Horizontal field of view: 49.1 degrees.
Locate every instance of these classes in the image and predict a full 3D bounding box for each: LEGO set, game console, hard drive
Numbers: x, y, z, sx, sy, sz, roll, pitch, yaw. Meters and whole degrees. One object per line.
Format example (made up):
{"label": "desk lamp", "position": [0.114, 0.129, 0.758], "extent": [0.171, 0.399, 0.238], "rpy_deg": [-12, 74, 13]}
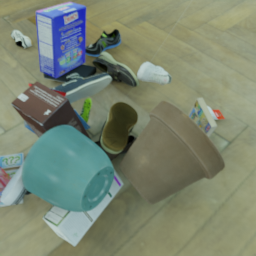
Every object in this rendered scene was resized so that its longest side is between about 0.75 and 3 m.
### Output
{"label": "LEGO set", "position": [-4.689, 1.646, 8.906], "extent": [2.534, 0.622, 1.893], "rpy_deg": [-7, 54, -9]}
{"label": "game console", "position": [-2.436, -1.168, 8.455], "extent": [1.046, 0.162, 0.925], "rpy_deg": [13, 9, -27]}
{"label": "hard drive", "position": [-2.496, -2.410, 12.182], "extent": [1.902, 0.313, 1.327], "rpy_deg": [13, 42, 13]}

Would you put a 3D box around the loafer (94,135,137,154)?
{"label": "loafer", "position": [-0.530, 0.550, 9.667], "extent": [1.882, 0.668, 0.687], "rpy_deg": [-12, 52, -1]}

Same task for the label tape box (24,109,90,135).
{"label": "label tape box", "position": [-2.387, -0.239, 9.597], "extent": [1.821, 1.305, 0.602], "rpy_deg": [-18, 60, 9]}

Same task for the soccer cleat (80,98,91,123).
{"label": "soccer cleat", "position": [-1.575, -0.551, 10.351], "extent": [0.384, 1.137, 0.461], "rpy_deg": [19, 18, -5]}

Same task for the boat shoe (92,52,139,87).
{"label": "boat shoe", "position": [-0.572, -2.377, 12.030], "extent": [0.830, 0.903, 2.526], "rpy_deg": [-39, 60, -15]}

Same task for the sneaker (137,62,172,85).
{"label": "sneaker", "position": [1.046, -1.911, 10.189], "extent": [0.873, 0.684, 1.757], "rpy_deg": [34, 27, 30]}

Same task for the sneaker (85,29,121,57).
{"label": "sneaker", "position": [-1.267, -4.088, 13.310], "extent": [2.188, 0.906, 0.776], "rpy_deg": [-34, 58, -24]}

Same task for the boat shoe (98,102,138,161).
{"label": "boat shoe", "position": [-0.404, 0.054, 8.851], "extent": [1.014, 0.898, 2.770], "rpy_deg": [33, 31, -4]}

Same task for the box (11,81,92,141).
{"label": "box", "position": [-2.003, 0.100, 8.175], "extent": [1.385, 2.765, 1.036], "rpy_deg": [30, 68, 29]}

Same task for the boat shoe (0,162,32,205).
{"label": "boat shoe", "position": [-2.751, 1.435, 8.205], "extent": [1.001, 0.948, 2.863], "rpy_deg": [-48, 15, 9]}

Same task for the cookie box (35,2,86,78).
{"label": "cookie box", "position": [-2.579, -3.500, 11.102], "extent": [0.896, 2.385, 2.040], "rpy_deg": [23, 39, 18]}

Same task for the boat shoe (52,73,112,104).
{"label": "boat shoe", "position": [-1.822, -1.378, 9.737], "extent": [2.533, 0.948, 0.783], "rpy_deg": [-27, 71, 3]}

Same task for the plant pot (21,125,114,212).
{"label": "plant pot", "position": [-1.314, 1.141, 6.976], "extent": [1.584, 1.974, 1.974], "rpy_deg": [26, 56, 25]}

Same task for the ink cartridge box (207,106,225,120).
{"label": "ink cartridge box", "position": [3.247, -0.589, 10.811], "extent": [0.837, 0.198, 0.670], "rpy_deg": [-1, 37, -9]}

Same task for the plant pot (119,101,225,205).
{"label": "plant pot", "position": [0.958, 0.849, 7.725], "extent": [2.184, 2.504, 2.504], "rpy_deg": [-40, 59, -3]}

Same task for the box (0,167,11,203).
{"label": "box", "position": [-4.323, 1.438, 8.374], "extent": [1.676, 0.860, 0.793], "rpy_deg": [42, 91, 12]}

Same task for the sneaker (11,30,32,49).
{"label": "sneaker", "position": [-5.384, -4.338, 13.759], "extent": [1.396, 0.528, 0.612], "rpy_deg": [29, 57, 22]}

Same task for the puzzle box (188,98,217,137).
{"label": "puzzle box", "position": [2.363, -0.063, 9.506], "extent": [0.218, 1.716, 1.141], "rpy_deg": [-12, 61, -15]}

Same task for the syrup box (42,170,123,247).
{"label": "syrup box", "position": [-1.251, 2.101, 8.149], "extent": [0.893, 0.924, 2.269], "rpy_deg": [4, 42, 46]}
